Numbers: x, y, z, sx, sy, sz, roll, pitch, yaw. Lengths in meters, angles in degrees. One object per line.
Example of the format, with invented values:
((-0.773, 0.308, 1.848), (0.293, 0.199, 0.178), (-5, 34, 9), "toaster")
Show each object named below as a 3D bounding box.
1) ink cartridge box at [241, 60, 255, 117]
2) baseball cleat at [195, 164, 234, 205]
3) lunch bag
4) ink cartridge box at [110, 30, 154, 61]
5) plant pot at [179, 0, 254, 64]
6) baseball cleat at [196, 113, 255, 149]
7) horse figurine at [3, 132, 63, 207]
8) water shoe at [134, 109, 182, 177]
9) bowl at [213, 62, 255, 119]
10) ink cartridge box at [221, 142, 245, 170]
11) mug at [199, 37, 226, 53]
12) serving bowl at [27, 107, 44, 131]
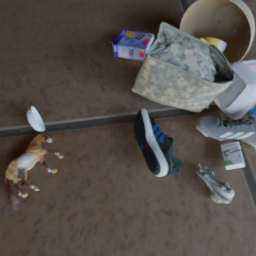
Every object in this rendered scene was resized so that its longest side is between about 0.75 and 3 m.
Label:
((5.106, -1.562, 10.541), (1.488, 0.859, 2.038), (-9, 63, -9), "ink cartridge box")
((2.623, 1.832, 8.865), (0.525, 0.801, 1.506), (-9, 33, -30), "baseball cleat")
((1.873, -1.797, 9.578), (2.897, 2.376, 1.703), (25, 67, -2), "lunch bag")
((0.109, -3.438, 11.602), (1.689, 0.645, 1.152), (12, 51, 17), "ink cartridge box")
((3.697, -3.919, 11.050), (2.780, 2.780, 1.866), (33, 49, 17), "plant pot")
((3.802, -0.130, 9.436), (2.818, 1.500, 0.983), (13, 48, 2), "baseball cleat")
((-3.219, 1.279, 9.116), (1.619, 0.610, 2.442), (30, 70, 28), "horse figurine")
((0.957, 0.481, 9.493), (1.045, 0.947, 2.648), (1, 51, -24), "water shoe")
((3.704, -1.352, 9.936), (0.636, 1.705, 1.702), (5, 43, -35), "bowl")
((3.465, 0.922, 9.307), (0.599, 0.346, 0.820), (-15, 53, 20), "ink cartridge box")
((3.162, -3.011, 11.120), (1.157, 0.926, 0.950), (19, 98, 0), "mug")
((-3.297, -0.269, 9.847), (0.307, 0.933, 0.933), (-25, 64, -5), "serving bowl")
